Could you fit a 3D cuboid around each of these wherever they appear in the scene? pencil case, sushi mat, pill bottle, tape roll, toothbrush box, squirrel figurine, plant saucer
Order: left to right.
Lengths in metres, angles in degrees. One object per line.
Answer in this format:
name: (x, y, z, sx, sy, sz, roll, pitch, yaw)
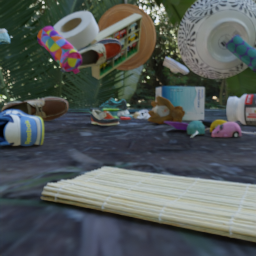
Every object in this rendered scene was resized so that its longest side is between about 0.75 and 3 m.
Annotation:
pencil case: (-1.036, -1.179, 4.224, 0.376, 0.376, 0.850, -5, 47, -49)
tape roll: (-1.529, -2.749, 7.988, 1.329, 1.329, 0.465, 2, -36, 27)
plant saucer: (-0.160, -3.367, 10.504, 2.390, 2.390, 0.386, 2, 15, 21)
squirrel figurine: (1.525, -0.541, 11.266, 1.470, 1.040, 1.372, 14, -5, 2)
toothbrush box: (2.461, -1.150, 13.371, 2.173, 1.591, 0.927, -2, 5, -11)
sushi mat: (0.440, 0.525, 2.165, 2.053, 0.124, 0.982, 2, 4, 27)
pencil case: (2.612, -1.665, 6.218, 0.416, 0.383, 0.901, -15, 58, -45)
pill bottle: (4.733, -0.667, 10.243, 1.988, 1.152, 1.152, 2, 5, 33)

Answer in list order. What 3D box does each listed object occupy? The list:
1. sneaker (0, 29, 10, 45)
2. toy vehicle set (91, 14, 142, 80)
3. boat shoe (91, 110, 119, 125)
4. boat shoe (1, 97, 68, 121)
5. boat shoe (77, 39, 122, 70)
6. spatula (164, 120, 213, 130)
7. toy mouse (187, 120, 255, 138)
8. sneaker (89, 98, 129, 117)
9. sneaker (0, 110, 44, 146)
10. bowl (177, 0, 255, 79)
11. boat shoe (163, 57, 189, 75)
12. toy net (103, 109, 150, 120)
sneaker: (-4.222, -2.560, 8.493, 1.298, 0.532, 0.480, -31, 12, -23)
toy vehicle set: (-0.348, -2.633, 8.984, 0.288, 1.348, 2.169, 31, 52, 23)
boat shoe: (-0.911, -0.384, 10.583, 0.611, 0.537, 1.715, -1, 6, -33)
boat shoe: (-4.135, -0.748, 12.447, 2.939, 1.113, 1.055, -10, 9, -6)
boat shoe: (-0.682, -1.467, 5.642, 1.288, 0.458, 0.403, -20, 29, -16)
spatula: (2.140, -0.103, 8.702, 0.795, 0.289, 2.814, 6, 7, 39)
toy mouse: (2.058, 0.010, 6.855, 1.643, 0.358, 1.849, -3, 6, -36)
sneaker: (-1.223, -1.337, 18.030, 2.610, 1.190, 1.012, 0, 5, 9)
sneaker: (-2.348, -0.012, 5.456, 0.740, 0.665, 1.799, -8, 8, -44)
bowl: (2.637, -2.427, 7.737, 2.495, 2.495, 1.171, 1, 25, 8)
boat shoe: (1.975, -2.487, 11.672, 0.481, 0.427, 1.306, -1, 35, -41)
toy net: (0.155, -0.718, 14.516, 2.810, 0.543, 1.474, -1, 5, -20)
